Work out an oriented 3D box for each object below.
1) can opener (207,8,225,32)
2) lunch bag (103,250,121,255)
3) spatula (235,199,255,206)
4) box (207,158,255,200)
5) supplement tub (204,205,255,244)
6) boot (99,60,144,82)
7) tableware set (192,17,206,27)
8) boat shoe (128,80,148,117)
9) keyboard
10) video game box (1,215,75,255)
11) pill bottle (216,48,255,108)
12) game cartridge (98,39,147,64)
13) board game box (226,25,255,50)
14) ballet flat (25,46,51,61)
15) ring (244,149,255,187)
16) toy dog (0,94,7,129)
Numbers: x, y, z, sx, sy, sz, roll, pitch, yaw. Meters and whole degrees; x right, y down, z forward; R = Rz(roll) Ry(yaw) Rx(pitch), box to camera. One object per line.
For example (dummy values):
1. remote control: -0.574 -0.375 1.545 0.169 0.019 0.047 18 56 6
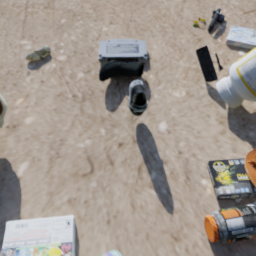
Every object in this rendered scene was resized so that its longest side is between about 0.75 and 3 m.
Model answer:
1. can opener: 3.830 -4.761 12.322 0.604 0.487 1.536 24 54 17
2. lunch bag: -0.286 3.216 5.620 1.014 0.487 1.264 -24 54 -22
3. spatula: 3.217 1.582 7.248 1.302 0.105 0.905 -30 56 -23
4. box: 2.839 1.308 7.280 1.322 0.325 1.066 -3 49 1
5. supplement tub: 2.377 2.186 6.330 1.181 0.724 0.724 -8 50 -6
6. boot: -0.188 -1.974 9.773 1.244 0.562 1.518 12 33 17
7. tableware set: 3.181 -4.728 12.556 0.508 0.116 0.754 14 52 15
8. boat shoe: 0.325 -0.698 8.089 0.556 1.507 0.515 -13 59 -10
9. keyboard: 2.819 -2.213 9.644 0.794 1.249 0.129 -13 11 46
10. video game box: -1.947 2.717 6.122 1.559 0.365 1.420 -4 48 -3
11. pill bottle: 3.975 -1.656 8.366 1.398 2.495 1.398 27 45 -30
12. game cartridge: -0.206 -3.015 10.962 1.859 0.386 1.238 0 46 0
13. board game box: 4.745 -3.765 11.640 1.144 0.248 1.139 18 52 14
14. ballet flat: -3.432 -2.834 10.811 1.045 0.395 0.334 -37 83 -23
15. ring: 3.952 1.266 7.028 2.119 0.203 2.119 12 38 -10
16. toy dog: -4.511 -0.290 7.316 2.555 2.477 1.782 -20 29 -20
